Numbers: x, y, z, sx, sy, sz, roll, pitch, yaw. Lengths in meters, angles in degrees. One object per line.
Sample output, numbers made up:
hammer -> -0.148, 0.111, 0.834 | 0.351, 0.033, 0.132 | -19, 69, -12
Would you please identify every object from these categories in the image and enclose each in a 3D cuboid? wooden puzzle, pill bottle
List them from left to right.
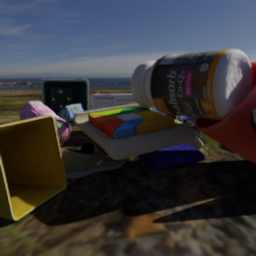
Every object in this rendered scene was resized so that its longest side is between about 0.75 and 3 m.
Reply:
wooden puzzle -> 0.079, -0.141, 7.915 | 2.603, 0.524, 2.814 | -11, 25, -26
pill bottle -> 1.580, -1.140, 7.527 | 1.719, 1.719, 2.954 | -10, 13, -43

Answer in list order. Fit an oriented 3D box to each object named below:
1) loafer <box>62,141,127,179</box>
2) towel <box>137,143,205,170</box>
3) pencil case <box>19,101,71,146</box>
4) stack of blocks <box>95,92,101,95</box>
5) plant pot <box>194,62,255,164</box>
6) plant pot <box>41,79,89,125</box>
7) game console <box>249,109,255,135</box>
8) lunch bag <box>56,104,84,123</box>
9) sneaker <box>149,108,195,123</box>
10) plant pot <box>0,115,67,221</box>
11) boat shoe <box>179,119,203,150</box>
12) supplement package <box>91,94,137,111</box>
loafer -> -0.790, 0.694, 7.103 | 0.785, 0.727, 2.087 | 9, 14, 40
towel -> 1.140, 0.784, 7.727 | 1.612, 0.399, 1.190 | -5, 19, -27
pencil case -> -2.939, -0.202, 9.739 | 1.103, 1.103, 2.523 | -7, 22, -34
stack of blocks -> -1.625, -1.488, 15.365 | 0.354, 0.696, 1.209 | -37, -11, -15
plant pot -> 3.211, -0.209, 7.256 | 2.006, 2.267, 2.267 | 39, 6, -10
plant pot -> -3.254, -1.359, 14.119 | 2.178, 2.172, 2.218 | -4, 10, -19
game console -> 4.191, 0.523, 5.397 | 2.884, 1.712, 2.486 | -7, 12, -31
lunch bag -> -2.789, -0.601, 13.294 | 1.168, 0.744, 0.993 | -22, -4, 43
sneaker -> 2.365, -0.455, 12.827 | 2.941, 1.113, 1.133 | 7, 43, -17
plant pot -> -2.317, 0.687, 5.377 | 1.387, 1.573, 1.573 | -6, 8, 22
boat shoe -> 2.027, 0.128, 9.336 | 0.679, 0.814, 2.183 | -45, 12, 5
supplement package -> -0.562, -0.594, 11.372 | 1.794, 1.277, 2.303 | -1, 0, -6
